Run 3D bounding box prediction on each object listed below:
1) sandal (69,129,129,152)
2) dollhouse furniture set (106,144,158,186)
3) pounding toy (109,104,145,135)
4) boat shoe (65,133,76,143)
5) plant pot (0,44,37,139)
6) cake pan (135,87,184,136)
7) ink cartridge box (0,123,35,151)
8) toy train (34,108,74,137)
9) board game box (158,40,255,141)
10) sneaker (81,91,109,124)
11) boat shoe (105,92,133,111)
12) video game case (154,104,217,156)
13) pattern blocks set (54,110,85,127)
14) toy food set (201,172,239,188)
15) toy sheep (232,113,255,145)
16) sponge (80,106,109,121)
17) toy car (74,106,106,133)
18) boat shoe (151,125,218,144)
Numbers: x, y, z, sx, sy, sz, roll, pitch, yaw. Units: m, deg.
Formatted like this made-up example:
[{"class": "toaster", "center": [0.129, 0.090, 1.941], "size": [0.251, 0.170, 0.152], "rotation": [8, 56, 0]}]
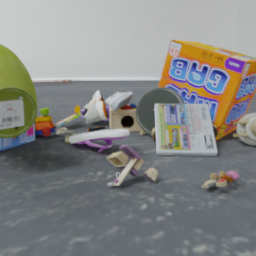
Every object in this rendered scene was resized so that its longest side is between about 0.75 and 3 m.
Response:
[{"class": "sandal", "center": [-0.876, 0.423, 8.794], "size": [1.086, 0.656, 2.668], "rotation": [-10, 2, -39]}, {"class": "dollhouse furniture set", "center": [-0.162, 1.165, 6.817], "size": [0.955, 1.067, 1.346], "rotation": [-53, 13, -22]}, {"class": "pounding toy", "center": [0.369, -0.419, 11.450], "size": [2.211, 1.011, 1.942], "rotation": [-2, 13, -5]}, {"class": "boat shoe", "center": [-2.026, 0.311, 9.998], "size": [0.305, 0.263, 0.835], "rotation": [2, 14, 13]}, {"class": "plant pot", "center": [-3.460, -0.815, 7.345], "size": [2.531, 2.531, 2.705], "rotation": [-10, 28, -36]}, {"class": "cake pan", "center": [1.154, -0.603, 10.322], "size": [1.895, 1.895, 0.347], "rotation": [4, -4, 17]}, {"class": "ink cartridge box", "center": [-4.443, 0.198, 9.205], "size": [1.506, 0.843, 2.208], "rotation": [8, 14, 30]}, {"class": "toy train", "center": [-2.955, -0.268, 10.339], "size": [1.810, 1.047, 0.766], "rotation": [-7, 12, 7]}, {"class": "board game box", "center": [3.188, -1.641, 11.104], "size": [2.882, 2.880, 2.879], "rotation": [29, 27, 31]}, {"class": "sneaker", "center": [-1.642, -0.975, 12.988], "size": [1.146, 0.943, 2.491], "rotation": [-20, 24, 0]}, {"class": "boat shoe", "center": [-0.325, -1.216, 11.343], "size": [0.588, 0.647, 1.760], "rotation": [34, 24, 10]}, {"class": "video game case", "center": [1.770, 0.010, 8.921], "size": [1.792, 0.217, 1.968], "rotation": [1, 53, 1]}, {"class": "pattern blocks set", "center": [-2.524, -0.354, 11.904], "size": [1.476, 0.136, 1.679], "rotation": [-14, 15, 47]}, {"class": "toy food set", "center": [2.107, 1.120, 6.266], "size": [0.681, 0.169, 1.071], "rotation": [-10, -1, 31]}, {"class": "toy sheep", "center": [4.172, 0.043, 9.397], "size": [1.176, 1.176, 1.706], "rotation": [2, 2, 8]}, {"class": "sponge", "center": [-0.774, -0.695, 13.894], "size": [2.873, 0.428, 1.603], "rotation": [9, 17, 33]}, {"class": "toy car", "center": [-1.382, -0.218, 10.199], "size": [0.717, 1.462, 0.487], "rotation": [-28, 6, -26]}, {"class": "boat shoe", "center": [1.915, 0.064, 9.676], "size": [2.226, 0.798, 0.848], "rotation": [0, 22, -1]}]
